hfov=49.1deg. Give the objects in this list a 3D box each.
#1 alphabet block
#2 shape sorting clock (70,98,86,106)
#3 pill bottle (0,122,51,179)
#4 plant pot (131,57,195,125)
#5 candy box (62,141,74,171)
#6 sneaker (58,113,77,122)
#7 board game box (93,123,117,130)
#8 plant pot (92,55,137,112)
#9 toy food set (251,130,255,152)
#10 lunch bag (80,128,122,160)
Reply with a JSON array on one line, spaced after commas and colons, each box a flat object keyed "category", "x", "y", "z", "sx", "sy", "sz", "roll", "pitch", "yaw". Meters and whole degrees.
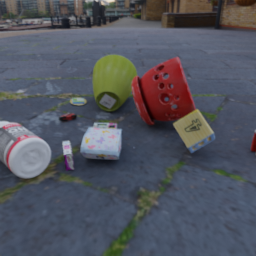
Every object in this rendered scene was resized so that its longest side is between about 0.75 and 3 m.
[{"category": "alphabet block", "x": 2.215, "y": 0.132, "z": 9.388, "sx": 0.964, "sy": 0.959, "sz": 0.982, "roll": -31, "pitch": 67, "yaw": 7}, {"category": "shape sorting clock", "x": -2.514, "y": -1.319, "z": 14.101, "sx": 0.817, "sy": 0.160, "sz": 0.817, "roll": 4, "pitch": 27, "yaw": -2}, {"category": "pill bottle", "x": -3.547, "y": 0.574, "z": 8.856, "sx": 1.262, "sy": 1.262, "sz": 2.280, "roll": -22, "pitch": 34, "yaw": -39}, {"category": "plant pot", "x": 1.397, "y": -1.373, "z": 11.333, "sx": 2.177, "sy": 2.391, "sz": 2.391, "roll": -18, "pitch": 23, "yaw": 12}, {"category": "candy box", "x": -1.929, "y": 0.881, "z": 8.985, "sx": 0.268, "sy": 0.600, "sz": 0.879, "roll": -8, "pitch": 27, "yaw": -14}, {"category": "sneaker", "x": -2.672, "y": -0.471, "z": 12.184, "sx": 0.813, "sy": 0.287, "sz": 0.397, "roll": -15, "pitch": 30, "yaw": -33}, {"category": "board game box", "x": -0.913, "y": 0.233, "z": 10.597, "sx": 0.904, "sy": 0.394, "sz": 1.225, "roll": 0, "pitch": 26, "yaw": 2}, {"category": "plant pot", "x": -0.773, "y": -1.930, "z": 13.476, "sx": 2.267, "sy": 2.267, "sz": 2.423, "roll": 2, "pitch": 41, "yaw": 5}, {"category": "toy food set", "x": 4.769, "y": 0.435, "z": 9.649, "sx": 0.861, "sy": 0.812, "sz": 1.804, "roll": 12, "pitch": 28, "yaw": 22}, {"category": "lunch bag", "x": -0.864, "y": 0.583, "z": 9.281, "sx": 1.222, "sy": 0.916, "sz": 1.441, "roll": 3, "pitch": 16, "yaw": 1}]
